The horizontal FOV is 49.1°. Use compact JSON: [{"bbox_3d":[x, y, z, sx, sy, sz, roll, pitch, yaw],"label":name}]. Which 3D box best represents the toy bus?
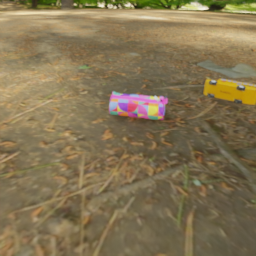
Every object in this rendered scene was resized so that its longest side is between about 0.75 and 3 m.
[{"bbox_3d":[4.920,-1.786,13.365,2.424,0.789,0.949,17,34,27],"label":"toy bus"}]

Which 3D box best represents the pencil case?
[{"bbox_3d":[0.393,-0.909,11.257,2.330,1.030,1.030,4,30,8],"label":"pencil case"}]
